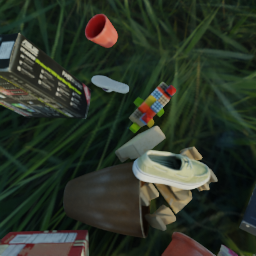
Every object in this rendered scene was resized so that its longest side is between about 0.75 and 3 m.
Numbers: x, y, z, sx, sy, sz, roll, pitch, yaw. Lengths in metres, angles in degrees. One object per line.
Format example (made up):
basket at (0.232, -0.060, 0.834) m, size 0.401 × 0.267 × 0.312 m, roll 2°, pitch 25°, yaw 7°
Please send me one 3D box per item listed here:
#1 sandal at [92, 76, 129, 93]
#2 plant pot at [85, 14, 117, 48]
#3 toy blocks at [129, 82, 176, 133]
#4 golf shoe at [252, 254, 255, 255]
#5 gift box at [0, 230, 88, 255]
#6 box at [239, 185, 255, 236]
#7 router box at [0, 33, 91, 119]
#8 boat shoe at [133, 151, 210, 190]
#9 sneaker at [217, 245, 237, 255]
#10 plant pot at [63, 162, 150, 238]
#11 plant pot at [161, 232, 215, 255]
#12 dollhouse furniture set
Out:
sandal at (-0.548, -1.196, 8.138) m, size 1.171 × 0.288 × 0.477 m, roll 22°, pitch 44°, yaw 15°
plant pot at (-0.741, -2.800, 8.268) m, size 0.808 × 0.715 × 0.808 m, roll -11°, pitch 68°, yaw 30°
toy blocks at (0.663, -0.634, 7.383) m, size 0.824 × 1.127 × 1.649 m, roll 43°, pitch 81°, yaw -2°
golf shoe at (2.971, 3.028, 6.389) m, size 0.420 × 0.889 × 0.346 m, roll -43°, pitch 101°, yaw -28°
gift box at (-1.866, 3.301, 5.468) m, size 2.248 × 2.074 × 2.099 m, roll -2°, pitch 87°, yaw 1°
box at (3.608, 1.806, 6.599) m, size 1.301 × 0.938 × 1.752 m, roll 23°, pitch 71°, yaw 26°
router box at (-2.419, -1.020, 6.535) m, size 2.019 × 2.695 × 0.837 m, roll 1°, pitch 73°, yaw 24°
boat shoe at (1.050, 0.882, 5.963) m, size 1.923 × 0.597 × 0.692 m, roll 7°, pitch 52°, yaw -26°
sneaker at (2.392, 3.122, 6.325) m, size 0.439 × 1.079 × 0.476 m, roll 35°, pitch 85°, yaw -12°
plant pot at (-0.492, 1.642, 6.578) m, size 1.830 × 1.711 × 1.711 m, roll -2°, pitch 70°, yaw 11°
plant pot at (0.973, 3.750, 5.138) m, size 2.441 × 2.510 × 2.510 m, roll -40°, pitch 75°, yaw -19°
dollhouse furniture set at (0.739, 1.106, 6.993) m, size 1.851 × 1.311 × 2.015 m, roll -36°, pitch 92°, yaw -22°
